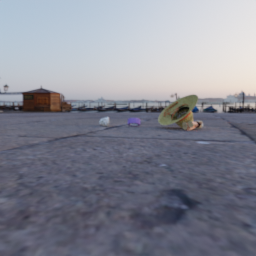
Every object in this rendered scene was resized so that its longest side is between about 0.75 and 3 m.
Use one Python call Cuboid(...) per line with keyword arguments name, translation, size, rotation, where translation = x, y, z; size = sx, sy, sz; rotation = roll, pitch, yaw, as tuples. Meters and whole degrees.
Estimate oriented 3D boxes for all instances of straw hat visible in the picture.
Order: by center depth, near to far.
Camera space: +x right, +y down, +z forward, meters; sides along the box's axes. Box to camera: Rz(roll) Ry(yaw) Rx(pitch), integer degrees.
Cuboid(name="straw hat", translation=(3.161, -0.651, 16.216), size=(2.804, 1.187, 2.804), rotation=(-34, 20, 14))

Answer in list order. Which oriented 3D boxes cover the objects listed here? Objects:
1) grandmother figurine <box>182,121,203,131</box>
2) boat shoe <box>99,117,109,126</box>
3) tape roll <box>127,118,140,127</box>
Cuboid(name="grandmother figurine", translation=(3.573, -0.132, 15.258), size=(1.074, 0.536, 1.771), rotation=(-5, -2, 38))
Cuboid(name="boat shoe", translation=(-1.547, -0.353, 17.866), size=(0.543, 0.555, 1.567), rotation=(-2, -4, -16))
Cuboid(name="tape roll", translation=(0.361, -0.349, 17.312), size=(0.779, 0.331, 0.779), rotation=(3, -15, 1))
